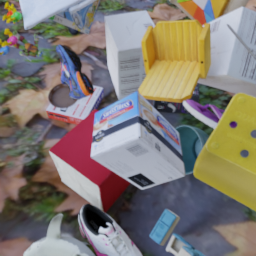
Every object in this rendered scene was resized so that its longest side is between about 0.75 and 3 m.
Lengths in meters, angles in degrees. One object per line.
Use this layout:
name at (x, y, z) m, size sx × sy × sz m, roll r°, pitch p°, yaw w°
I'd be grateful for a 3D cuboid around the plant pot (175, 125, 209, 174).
plant pot at (2.057, 0.666, 8.641) m, size 0.981 × 1.464 × 1.464 m, roll 2°, pitch 46°, yaw -34°

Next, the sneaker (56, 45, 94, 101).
sneaker at (-1.553, -1.464, 7.365) m, size 0.666 × 0.640 × 1.699 m, roll -32°, pitch 73°, yaw 17°

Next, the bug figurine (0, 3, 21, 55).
bug figurine at (-3.177, -2.618, 7.558) m, size 0.382 × 1.485 × 1.151 m, roll 11°, pitch 1°, yaw -36°

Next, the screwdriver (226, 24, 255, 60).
screwdriver at (2.843, -1.452, 6.057) m, size 0.312 × 0.299 × 2.144 m, roll -27°, pitch 78°, yaw -28°

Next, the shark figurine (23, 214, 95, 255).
shark figurine at (-1.111, 3.206, 6.790) m, size 2.885 × 1.204 × 1.724 m, roll 22°, pitch 88°, yaw 26°

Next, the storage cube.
storage cube at (-0.809, 0.950, 8.042) m, size 2.065 × 1.765 × 1.856 m, roll 32°, pitch 59°, yaw 23°

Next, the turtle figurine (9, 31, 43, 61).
turtle figurine at (-2.754, -2.286, 7.574) m, size 0.909 × 0.675 × 0.937 m, roll 25°, pitch 13°, yaw -5°

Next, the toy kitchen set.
toy kitchen set at (0.966, 2.245, 5.734) m, size 1.247 × 0.999 × 0.734 m, roll 27°, pitch 81°, yaw 39°

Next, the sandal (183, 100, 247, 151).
sandal at (2.780, -0.194, 7.966) m, size 2.620 × 0.644 × 1.066 m, roll 36°, pitch 19°, yaw 13°

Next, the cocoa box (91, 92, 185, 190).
cocoa box at (0.182, 0.257, 4.463) m, size 0.891 × 1.336 × 0.876 m, roll -24°, pitch 46°, yaw 28°

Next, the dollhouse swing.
dollhouse swing at (0.965, -1.588, 6.608) m, size 1.581 × 1.437 × 1.390 m, roll 11°, pitch 40°, yaw 30°

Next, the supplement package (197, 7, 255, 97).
supplement package at (3.168, -1.860, 7.595) m, size 2.233 × 2.135 × 1.642 m, roll 12°, pitch 94°, yaw -16°

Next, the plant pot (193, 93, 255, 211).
plant pot at (2.522, 0.429, 5.670) m, size 1.964 × 1.732 × 1.964 m, roll 28°, pitch 81°, yaw 29°

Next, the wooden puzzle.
wooden puzzle at (2.527, -4.332, 9.222) m, size 0.488 × 2.427 × 2.623 m, roll -39°, pitch 75°, yaw -20°

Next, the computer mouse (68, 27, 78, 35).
computer mouse at (-2.834, -5.091, 13.855) m, size 0.446 × 0.259 × 1.521 m, roll -20°, pitch 54°, yaw -14°

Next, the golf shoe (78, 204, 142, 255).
golf shoe at (-0.418, 2.896, 6.915) m, size 2.426 × 1.117 × 0.881 m, roll 38°, pitch 60°, yaw 25°

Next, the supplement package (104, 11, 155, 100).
supplement package at (0.180, -2.729, 10.639) m, size 1.705 × 2.318 × 2.217 m, roll -11°, pitch 53°, yaw -9°

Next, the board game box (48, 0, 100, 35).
board game box at (-2.000, -4.603, 10.294) m, size 0.448 × 1.762 × 2.603 m, roll 28°, pitch 16°, yaw 18°

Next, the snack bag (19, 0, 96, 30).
snack bag at (-1.840, -3.878, 7.666) m, size 2.665 × 0.285 × 2.513 m, roll -26°, pitch 57°, yaw 4°

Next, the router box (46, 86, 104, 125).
router box at (-1.933, -0.944, 10.417) m, size 1.551 × 0.422 × 1.728 m, roll 15°, pitch 53°, yaw 11°

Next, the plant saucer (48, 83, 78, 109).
plant saucer at (-1.734, -0.856, 7.632) m, size 0.870 × 0.150 × 0.870 m, roll -2°, pitch 60°, yaw 3°

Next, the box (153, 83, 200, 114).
box at (1.727, -1.147, 10.234) m, size 1.569 × 0.959 × 0.832 m, roll 4°, pitch 50°, yaw 2°
